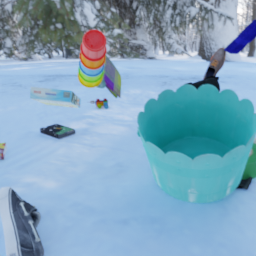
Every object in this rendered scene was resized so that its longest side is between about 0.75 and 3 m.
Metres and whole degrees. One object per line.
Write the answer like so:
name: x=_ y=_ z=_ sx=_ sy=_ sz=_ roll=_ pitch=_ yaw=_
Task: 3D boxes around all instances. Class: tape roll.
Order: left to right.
tape roll: x=3.140 y=0.928 z=9.525 sx=2.633 sy=0.633 sz=2.633 roll=0 pitch=20 yaw=0

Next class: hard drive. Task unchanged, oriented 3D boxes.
hard drive: x=-3.121 y=0.151 z=12.400 sx=1.344 sy=0.254 sz=0.939 roll=13 pitch=23 yaw=35

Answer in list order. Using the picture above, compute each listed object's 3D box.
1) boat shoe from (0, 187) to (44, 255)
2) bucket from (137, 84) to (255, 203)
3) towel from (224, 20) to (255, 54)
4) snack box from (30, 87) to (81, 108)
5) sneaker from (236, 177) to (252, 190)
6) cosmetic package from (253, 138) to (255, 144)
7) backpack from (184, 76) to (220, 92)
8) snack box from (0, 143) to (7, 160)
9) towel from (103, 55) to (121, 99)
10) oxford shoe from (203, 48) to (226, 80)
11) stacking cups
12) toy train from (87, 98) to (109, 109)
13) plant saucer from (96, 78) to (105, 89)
boat shoe: x=-2.321 y=2.000 z=6.108 sx=0.777 sy=0.823 sz=2.294 roll=-10 pitch=23 yaw=-25
bucket: x=1.846 y=0.389 z=7.703 sx=3.082 sy=2.005 sz=3.082 roll=-6 pitch=40 yaw=5
towel: x=4.185 y=-3.183 z=9.963 sx=1.023 sy=1.386 sz=0.343 roll=-19 pitch=68 yaw=-44
snack box: x=-2.287 y=-0.949 z=9.154 sx=1.211 sy=0.387 sz=2.084 roll=6 pitch=-1 yaw=-3
sneaker: x=3.359 y=1.589 z=8.203 sx=0.394 sy=0.227 sz=0.756 roll=18 pitch=28 yaw=31
cosmetic package: x=4.224 y=0.516 z=10.795 sx=1.376 sy=0.503 sz=0.712 roll=16 pitch=14 yaw=42
backpack: x=2.453 y=-1.120 z=9.510 sx=1.218 sy=0.924 sz=1.460 roll=-11 pitch=-5 yaw=7
snack box: x=-4.896 y=0.872 z=10.220 sx=0.772 sy=0.287 sz=1.085 roll=-6 pitch=20 yaw=-17
towel: x=-1.071 y=-2.599 z=12.448 sx=0.280 sy=2.459 sz=1.766 roll=-21 pitch=47 yaw=26
oxford shoe: x=3.202 y=-2.289 z=10.280 sx=0.511 sy=1.434 sz=0.523 roll=23 pitch=5 yaw=16
stacking cups: x=-0.852 y=-1.692 z=6.975 sx=0.747 sy=0.747 sz=2.470 roll=-4 pitch=-8 yaw=-13
toy train: x=-1.770 y=-1.359 z=16.596 sx=1.226 sy=0.519 sz=0.710 roll=-4 pitch=33 yaw=-13
plant saucer: x=-1.209 y=-1.794 z=10.346 sx=0.903 sy=0.903 sz=0.162 roll=20 pitch=55 yaw=45
